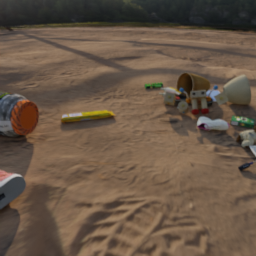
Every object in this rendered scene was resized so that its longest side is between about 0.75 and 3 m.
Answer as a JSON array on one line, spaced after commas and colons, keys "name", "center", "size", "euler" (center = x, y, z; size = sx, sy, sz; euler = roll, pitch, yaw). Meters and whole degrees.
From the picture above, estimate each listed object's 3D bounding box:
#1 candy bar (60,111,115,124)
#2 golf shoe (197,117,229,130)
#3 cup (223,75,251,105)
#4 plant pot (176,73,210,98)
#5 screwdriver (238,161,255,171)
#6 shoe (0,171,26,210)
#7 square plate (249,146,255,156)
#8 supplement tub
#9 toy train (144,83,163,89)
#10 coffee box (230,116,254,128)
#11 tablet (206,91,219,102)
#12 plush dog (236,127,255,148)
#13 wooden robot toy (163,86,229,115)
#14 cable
[{"name": "candy bar", "center": [-1.824, -0.530, 12.625], "size": [2.468, 0.273, 0.615], "euler": [-8, 24, -14]}, {"name": "golf shoe", "center": [3.493, -0.068, 11.610], "size": [1.313, 0.495, 0.601], "euler": [11, 41, 31]}, {"name": "cup", "center": [5.397, -1.814, 14.068], "size": [1.063, 1.486, 1.486], "euler": [-12, 26, 10]}, {"name": "plant pot", "center": [3.591, -2.250, 15.001], "size": [1.487, 1.386, 1.386], "euler": [-5, 26, -28]}, {"name": "screwdriver", "center": [4.205, 1.124, 9.238], "size": [1.280, 0.179, 0.186], "euler": [-19, 47, -8]}, {"name": "shoe", "center": [-3.922, 1.904, 7.401], "size": [1.028, 0.807, 2.260], "euler": [6, 28, 37]}, {"name": "square plate", "center": [5.196, 1.130, 9.411], "size": [1.724, 0.245, 1.707], "euler": [1, 27, 2]}, {"name": "supplement tub", "center": [-5.110, -0.600, 11.182], "size": [2.775, 1.701, 1.701], "euler": [10, 29, 20]}, {"name": "toy train", "center": [1.529, -2.487, 16.514], "size": [1.187, 0.248, 0.335], "euler": [-7, 38, -14]}, {"name": "coffee box", "center": [4.965, -0.258, 12.165], "size": [0.936, 0.206, 0.576], "euler": [11, 29, 21]}, {"name": "tablet", "center": [4.537, -1.719, 15.134], "size": [1.036, 0.109, 1.592], "euler": [1, 26, 3]}, {"name": "plush dog", "center": [4.585, 0.319, 10.634], "size": [0.957, 0.768, 0.822], "euler": [-9, 5, -16]}, {"name": "wooden robot toy", "center": [3.186, -1.112, 13.255], "size": [2.882, 1.270, 1.308], "euler": [-3, -16, 13]}, {"name": "cable", "center": [2.870, -1.534, 14.130], "size": [2.702, 0.680, 1.312], "euler": [10, 30, 20]}]
